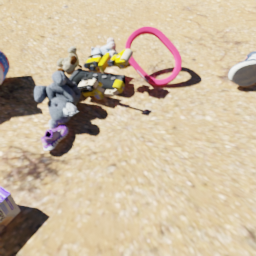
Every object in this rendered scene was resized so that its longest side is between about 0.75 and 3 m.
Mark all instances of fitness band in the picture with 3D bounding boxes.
[{"bbox_3d":[0.973,-2.763,10.847,1.731,0.451,2.410,-41,88,1],"label":"fitness band"}]

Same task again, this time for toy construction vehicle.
[{"bbox_3d":[-0.852,-1.951,10.335,2.318,0.816,2.018,-3,50,37],"label":"toy construction vehicle"}]

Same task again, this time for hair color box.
[{"bbox_3d":[-3.394,2.241,6.582,0.514,0.868,1.587,25,51,24],"label":"hair color box"}]

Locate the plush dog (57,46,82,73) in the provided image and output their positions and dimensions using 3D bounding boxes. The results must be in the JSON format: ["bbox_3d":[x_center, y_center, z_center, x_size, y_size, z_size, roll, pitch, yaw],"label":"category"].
[{"bbox_3d":[-2.294,-2.523,11.087,0.897,1.118,0.960,43,28,-18],"label":"plush dog"}]

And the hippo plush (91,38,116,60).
[{"bbox_3d":[-1.074,-3.313,11.922,1.002,0.992,1.246,-10,47,-11],"label":"hippo plush"}]

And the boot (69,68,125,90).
[{"bbox_3d":[-1.198,-1.574,10.537,1.974,0.648,1.627,13,49,6],"label":"boot"}]

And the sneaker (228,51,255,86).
[{"bbox_3d":[4.878,-2.484,11.160,2.818,1.056,1.191,-14,45,-24],"label":"sneaker"}]

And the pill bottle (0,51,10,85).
[{"bbox_3d":[-5.086,-2.035,10.013,1.308,1.308,2.331,-10,28,-9],"label":"pill bottle"}]

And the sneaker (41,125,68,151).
[{"bbox_3d":[-2.298,0.194,8.699,0.463,0.509,1.152,-7,32,31],"label":"sneaker"}]

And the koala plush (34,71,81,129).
[{"bbox_3d":[-2.213,-0.771,9.298,1.371,1.421,1.546,-31,50,24],"label":"koala plush"}]
